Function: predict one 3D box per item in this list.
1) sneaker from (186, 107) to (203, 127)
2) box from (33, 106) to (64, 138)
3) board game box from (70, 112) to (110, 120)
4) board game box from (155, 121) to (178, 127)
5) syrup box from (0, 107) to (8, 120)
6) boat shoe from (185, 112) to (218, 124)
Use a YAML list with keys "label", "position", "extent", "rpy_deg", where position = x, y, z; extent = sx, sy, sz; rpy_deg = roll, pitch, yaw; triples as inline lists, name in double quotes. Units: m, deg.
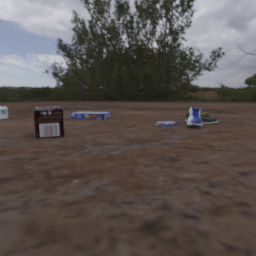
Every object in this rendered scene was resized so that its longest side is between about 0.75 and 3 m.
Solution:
- label: "sneaker"
  position: [2.809, -0.490, 11.954]
  extent: [0.572, 0.817, 1.415]
  rpy_deg: [8, 5, 2]
- label: "box"
  position: [-2.716, -0.223, 9.505]
  extent: [0.953, 0.943, 1.149]
  rpy_deg: [-5, 10, -19]
- label: "board game box"
  position: [-2.140, -0.721, 16.129]
  extent: [1.974, 0.340, 1.336]
  rpy_deg: [1, 7, 10]
- label: "board game box"
  position: [1.711, -0.170, 12.435]
  extent: [0.595, 0.152, 0.880]
  rpy_deg: [9, 11, 44]
- label: "syrup box"
  position: [-7.671, -0.841, 15.669]
  extent: [1.736, 0.707, 0.683]
  rpy_deg: [1, 8, 19]
- label: "boat shoe"
  position: [3.552, -0.511, 13.667]
  extent: [1.734, 0.522, 0.618]
  rpy_deg: [7, 12, 44]
